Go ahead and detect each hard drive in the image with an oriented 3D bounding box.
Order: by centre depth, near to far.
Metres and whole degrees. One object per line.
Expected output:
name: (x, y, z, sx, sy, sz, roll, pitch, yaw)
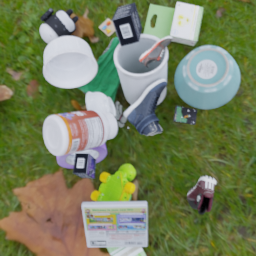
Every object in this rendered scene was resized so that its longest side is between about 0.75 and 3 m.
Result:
hard drive: (2.144, -0.461, 10.486, 0.850, 0.161, 0.594, 9, 89, -14)

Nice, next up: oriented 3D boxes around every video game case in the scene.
video game case: (-0.406, 3.231, 9.305, 2.094, 0.231, 1.906, -1, 117, 2)

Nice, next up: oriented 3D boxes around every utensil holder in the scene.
utensil holder: (0.531, -1.956, 10.249, 1.836, 2.160, 1.836, -3, 62, 6)

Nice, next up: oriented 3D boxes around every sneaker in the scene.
sneaker: (0.986, -2.454, 9.193, 1.277, 0.492, 0.523, -38, 85, 14)
sneaker: (0.890, -0.579, 9.373, 1.905, 0.724, 1.377, -47, 65, 21)
sneaker: (2.396, 2.535, 9.457, 0.719, 1.900, 1.098, 13, 47, 7)

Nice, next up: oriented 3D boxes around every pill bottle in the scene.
pill bottle: (-1.337, 0.078, 8.251, 2.045, 1.147, 1.147, -12, 74, -45)

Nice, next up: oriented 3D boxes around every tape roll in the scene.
tape roll: (-1.667, 0.822, 9.959, 1.748, 1.748, 0.574, -15, 62, -3)

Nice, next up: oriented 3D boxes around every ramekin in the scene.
ramekin: (-2.048, -2.285, 9.737, 1.833, 1.833, 0.893, -14, 61, -3)

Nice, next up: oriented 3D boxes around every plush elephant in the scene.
plush elephant: (-0.335, -0.461, 10.881, 0.703, 0.908, 0.748, 34, 103, -29)

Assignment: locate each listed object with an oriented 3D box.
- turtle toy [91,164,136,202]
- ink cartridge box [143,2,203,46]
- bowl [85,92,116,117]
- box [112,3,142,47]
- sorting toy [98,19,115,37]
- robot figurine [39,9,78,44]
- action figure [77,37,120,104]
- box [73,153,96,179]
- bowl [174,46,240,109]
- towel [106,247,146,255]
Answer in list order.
turtle toy: (-0.345, 2.182, 10.129, 1.410, 0.978, 1.935, 19, 75, 26)
ink cartridge box: (1.900, -4.485, 11.852, 2.244, 0.538, 1.633, 13, 78, 1)
bowl: (-0.864, -0.643, 9.767, 0.670, 1.490, 1.490, -18, 78, 13)
box: (-0.005, -3.451, 9.330, 0.659, 0.935, 1.264, -10, 36, 16)
sorting toy: (-0.750, -4.418, 12.018, 0.654, 0.130, 0.885, 42, 81, 8)
robot figurine: (-2.833, -4.130, 11.511, 1.248, 1.037, 1.661, 42, 81, 18)
action figure: (-0.650, -2.453, 11.008, 1.769, 0.819, 2.995, 32, 86, -27)
box: (-1.272, 1.136, 8.279, 0.430, 0.823, 0.609, 0, 72, 10)
bowl: (2.665, -1.844, 9.429, 2.256, 1.180, 2.256, -2, 80, 13)
towel: (-0.154, 4.272, 10.116, 1.139, 0.234, 1.527, -29, 81, -4)
